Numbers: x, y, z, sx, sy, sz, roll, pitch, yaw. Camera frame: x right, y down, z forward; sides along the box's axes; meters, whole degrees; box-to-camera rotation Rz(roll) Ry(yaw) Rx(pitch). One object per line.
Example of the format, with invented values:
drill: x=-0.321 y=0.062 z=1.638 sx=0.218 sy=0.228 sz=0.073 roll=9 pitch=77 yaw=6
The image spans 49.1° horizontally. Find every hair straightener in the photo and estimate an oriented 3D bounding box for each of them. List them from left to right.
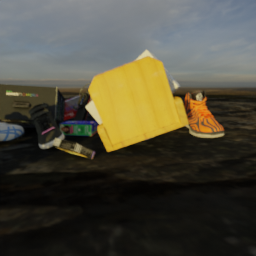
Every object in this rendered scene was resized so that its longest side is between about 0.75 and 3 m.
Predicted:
hair straightener: x=-1.735 y=-0.829 z=10.744 sx=0.403 sy=1.970 sz=0.758 roll=32 pitch=21 yaw=16

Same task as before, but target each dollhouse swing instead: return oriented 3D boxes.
dollhouse swing: x=0.195 y=-0.657 z=7.274 sx=2.125 sy=1.868 sz=1.931 roll=-20 pitch=7 yaw=6

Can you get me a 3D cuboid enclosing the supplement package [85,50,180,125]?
supplement package: x=0.189 y=-0.999 z=8.953 sx=2.586 sy=1.471 sz=1.416 roll=-41 pitch=-2 yaw=16

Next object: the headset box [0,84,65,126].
headset box: x=-3.588 y=-0.783 z=10.238 sx=2.239 sy=1.193 sz=2.572 roll=3 pitch=-4 yaw=-7

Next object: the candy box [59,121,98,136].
candy box: x=-1.716 y=0.008 z=9.854 sx=1.149 sy=0.443 sz=0.972 roll=0 pitch=7 yaw=7

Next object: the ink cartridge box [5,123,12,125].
ink cartridge box: x=-4.766 y=0.113 z=9.394 sx=1.806 sy=0.391 sz=1.773 roll=-7 pitch=10 yaw=-41

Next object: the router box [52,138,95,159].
router box: x=-1.294 y=0.494 z=6.650 sx=0.813 sy=0.212 sz=0.639 roll=8 pitch=-16 yaw=41

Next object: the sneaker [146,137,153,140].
sneaker: x=1.097 y=-0.161 z=8.947 sx=0.635 sy=1.686 sz=0.743 roll=49 pitch=4 yaw=36

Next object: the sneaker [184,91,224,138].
sneaker: x=2.519 y=-0.564 z=9.878 sx=0.964 sy=1.392 sz=2.484 roll=-7 pitch=19 yaw=-14

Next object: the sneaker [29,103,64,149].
sneaker: x=-2.414 y=-0.115 z=8.012 sx=0.733 sy=1.029 sz=2.074 roll=-26 pitch=22 yaw=-13

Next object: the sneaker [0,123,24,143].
sneaker: x=-3.862 y=0.041 z=7.644 sx=0.888 sy=0.896 sz=2.471 roll=-6 pitch=0 yaw=27

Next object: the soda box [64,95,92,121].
soda box: x=-2.114 y=-1.082 z=12.918 sx=2.453 sy=0.859 sz=0.778 roll=-14 pitch=16 yaw=35
